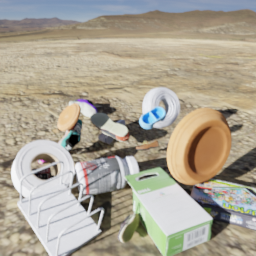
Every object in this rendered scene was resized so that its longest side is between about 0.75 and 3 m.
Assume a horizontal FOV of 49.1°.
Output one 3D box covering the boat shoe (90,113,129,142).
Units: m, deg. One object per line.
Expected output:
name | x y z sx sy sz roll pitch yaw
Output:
boat shoe | -0.822 -0.010 12.337 2.084 0.652 0.742 27 65 27

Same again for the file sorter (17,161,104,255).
file sorter | -1.839 2.108 7.577 1.445 1.296 2.082 -21 50 -39

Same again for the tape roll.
tape roll | -2.777 1.389 9.211 1.924 0.673 1.924 16 54 -24

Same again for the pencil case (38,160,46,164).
pencil case | -3.131 1.102 11.389 1.089 0.481 0.481 -20 31 -35

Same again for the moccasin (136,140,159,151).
moccasin | 0.772 0.691 11.294 0.950 0.367 0.347 -14 -8 -7

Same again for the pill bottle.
pill bottle | -0.719 1.593 9.514 1.980 1.147 1.147 -8 26 -19

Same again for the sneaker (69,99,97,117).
sneaker | -2.353 -1.256 16.079 2.171 0.755 1.080 21 31 38

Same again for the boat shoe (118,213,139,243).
boat shoe | -0.034 2.752 7.713 0.363 0.403 1.121 -15 13 28

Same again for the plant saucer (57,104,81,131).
plant saucer | -2.464 -0.466 11.526 1.285 0.207 1.285 -25 46 28

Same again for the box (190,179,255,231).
box | 3.344 2.350 8.674 2.707 0.470 1.490 10 27 19

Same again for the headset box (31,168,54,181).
headset box | -3.030 1.786 9.566 1.001 0.745 0.387 -6 26 -10

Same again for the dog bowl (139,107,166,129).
dog bowl | 0.880 -0.384 9.959 1.030 0.255 0.574 -31 68 -13

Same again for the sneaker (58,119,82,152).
sneaker | -2.224 0.279 11.705 0.761 0.680 1.904 -17 37 32

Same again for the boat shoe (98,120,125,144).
boat shoe | -0.757 0.090 13.252 0.613 0.690 1.874 12 28 25

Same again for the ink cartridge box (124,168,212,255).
ink cartridge box | 1.025 2.323 8.309 1.429 0.816 2.752 -11 27 -22

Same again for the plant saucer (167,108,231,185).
plant saucer | 2.324 0.647 8.630 2.500 2.500 0.468 -14 22 -27

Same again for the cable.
cable | 1.435 -0.852 12.037 1.745 1.746 0.604 20 -12 -33

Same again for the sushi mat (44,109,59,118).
sushi mat | -3.318 -0.621 12.468 0.430 0.054 0.899 16 -14 33
